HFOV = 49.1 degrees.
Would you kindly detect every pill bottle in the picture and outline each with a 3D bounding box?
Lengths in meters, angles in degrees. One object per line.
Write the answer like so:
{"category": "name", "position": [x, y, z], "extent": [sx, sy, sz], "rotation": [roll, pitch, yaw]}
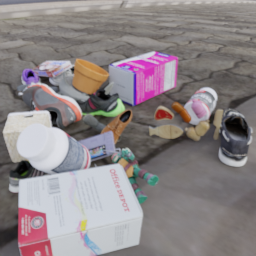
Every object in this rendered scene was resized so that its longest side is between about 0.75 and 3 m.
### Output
{"category": "pill bottle", "position": [-1.814, 0.621, 6.978], "extent": [1.092, 1.826, 1.092], "rotation": [-8, 64, 18]}
{"category": "pill bottle", "position": [2.731, -0.857, 10.454], "extent": [0.935, 0.935, 1.642], "rotation": [15, 34, 23]}

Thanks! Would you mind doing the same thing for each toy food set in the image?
{"category": "toy food set", "position": [1.817, -0.281, 9.037], "extent": [2.217, 1.409, 0.349], "rotation": [7, 26, 11]}

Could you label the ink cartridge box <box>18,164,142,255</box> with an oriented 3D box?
{"category": "ink cartridge box", "position": [-1.051, 1.807, 5.981], "extent": [2.317, 0.960, 1.689], "rotation": [-7, 34, -16]}

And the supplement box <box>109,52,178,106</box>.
{"category": "supplement box", "position": [0.711, -2.217, 12.183], "extent": [1.453, 1.484, 2.872], "rotation": [26, 38, 37]}

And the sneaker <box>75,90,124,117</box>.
{"category": "sneaker", "position": [-1.098, -0.957, 10.364], "extent": [2.287, 0.958, 0.878], "rotation": [3, 20, 35]}

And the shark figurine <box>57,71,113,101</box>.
{"category": "shark figurine", "position": [-2.190, -1.708, 11.542], "extent": [1.894, 1.323, 3.170], "rotation": [-29, 40, -34]}

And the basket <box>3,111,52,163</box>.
{"category": "basket", "position": [-2.935, 0.254, 8.382], "extent": [1.212, 1.223, 0.984], "rotation": [-5, 34, -6]}

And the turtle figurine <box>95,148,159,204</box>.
{"category": "turtle figurine", "position": [-0.071, 1.081, 7.220], "extent": [0.868, 1.291, 1.725], "rotation": [-9, 37, -47]}

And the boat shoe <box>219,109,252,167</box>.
{"category": "boat shoe", "position": [3.426, 0.013, 9.045], "extent": [1.098, 0.896, 2.971], "rotation": [13, 34, 16]}

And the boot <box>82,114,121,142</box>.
{"category": "boot", "position": [-0.849, 0.023, 9.089], "extent": [1.120, 0.406, 1.018], "rotation": [36, 4, 32]}

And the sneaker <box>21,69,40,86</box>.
{"category": "sneaker", "position": [-4.485, -2.368, 12.983], "extent": [0.848, 0.878, 2.104], "rotation": [-14, 33, -22]}

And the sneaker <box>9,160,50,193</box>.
{"category": "sneaker", "position": [-2.558, 1.089, 7.541], "extent": [0.553, 0.656, 1.499], "rotation": [21, 37, 31]}

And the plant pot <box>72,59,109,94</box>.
{"category": "plant pot", "position": [-1.642, -2.032, 11.447], "extent": [1.433, 1.003, 1.433], "rotation": [25, 18, -9]}

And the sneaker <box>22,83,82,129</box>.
{"category": "sneaker", "position": [-3.108, -0.750, 10.176], "extent": [3.000, 1.156, 1.228], "rotation": [18, 47, 34]}

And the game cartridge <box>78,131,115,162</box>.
{"category": "game cartridge", "position": [-0.964, 0.584, 8.135], "extent": [1.161, 0.223, 0.753], "rotation": [-18, 48, 9]}

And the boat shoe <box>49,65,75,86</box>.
{"category": "boat shoe", "position": [-2.970, -2.590, 13.417], "extent": [0.679, 0.620, 1.887], "rotation": [48, 40, 6]}

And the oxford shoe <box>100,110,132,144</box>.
{"category": "oxford shoe", "position": [-0.401, 0.011, 8.553], "extent": [0.554, 0.553, 1.552], "rotation": [35, 68, 0]}

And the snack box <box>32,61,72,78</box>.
{"category": "snack box", "position": [-3.721, -2.829, 13.402], "extent": [1.000, 0.338, 2.781], "rotation": [-37, 30, -25]}

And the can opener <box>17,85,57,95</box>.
{"category": "can opener", "position": [-3.905, -1.625, 12.084], "extent": [1.657, 0.551, 0.436], "rotation": [-7, 11, -16]}
